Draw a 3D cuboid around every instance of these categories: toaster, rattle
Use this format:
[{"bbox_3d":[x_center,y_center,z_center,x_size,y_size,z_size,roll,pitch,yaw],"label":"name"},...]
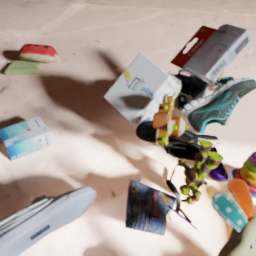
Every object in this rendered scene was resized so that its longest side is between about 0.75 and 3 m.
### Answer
[{"bbox_3d":[2.411,-1.525,12.032,1.627,1.068,1.799,26,45,30],"label":"toaster"},{"bbox_3d":[2.577,2.570,5.102,1.845,2.833,2.024,8,2,-21],"label":"rattle"}]

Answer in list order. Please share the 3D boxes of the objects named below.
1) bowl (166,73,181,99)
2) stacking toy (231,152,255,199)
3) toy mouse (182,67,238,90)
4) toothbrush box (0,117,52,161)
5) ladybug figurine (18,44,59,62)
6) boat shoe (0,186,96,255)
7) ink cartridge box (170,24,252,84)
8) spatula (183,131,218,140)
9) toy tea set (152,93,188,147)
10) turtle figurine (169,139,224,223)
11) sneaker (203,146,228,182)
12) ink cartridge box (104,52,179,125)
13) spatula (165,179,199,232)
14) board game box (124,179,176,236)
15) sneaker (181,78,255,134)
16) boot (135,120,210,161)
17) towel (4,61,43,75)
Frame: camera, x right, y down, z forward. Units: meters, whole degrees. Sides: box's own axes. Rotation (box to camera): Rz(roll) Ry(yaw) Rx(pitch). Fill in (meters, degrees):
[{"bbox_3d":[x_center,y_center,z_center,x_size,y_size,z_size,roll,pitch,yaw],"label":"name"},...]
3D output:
[{"bbox_3d":[1.139,-1.660,11.550,1.911,0.897,1.911,-30,36,26],"label":"bowl"},{"bbox_3d":[3.765,1.055,8.043,1.055,1.923,1.116,3,38,4],"label":"stacking toy"},{"bbox_3d":[3.931,-2.187,13.302,2.766,0.535,2.458,5,38,7],"label":"toy mouse"},{"bbox_3d":[-3.652,0.352,9.977,1.531,0.653,1.121,-21,43,-26],"label":"toothbrush box"},{"bbox_3d":[-4.805,-4.042,15.068,2.423,0.872,1.645,10,17,17],"label":"ladybug figurine"},{"bbox_3d":[-2.198,2.182,7.243,2.865,1.054,0.936,-24,48,-35],"label":"boat shoe"},{"bbox_3d":[3.199,-3.349,11.778,2.389,0.839,2.940,-48,46,3],"label":"ink cartridge box"},{"bbox_3d":[2.068,0.189,9.354,1.927,0.198,0.544,12,37,-4],"label":"spatula"},{"bbox_3d":[1.292,-0.155,8.081,0.843,1.354,2.277,5,22,14],"label":"toy tea set"},{"bbox_3d":[1.918,1.377,7.812,0.740,1.854,2.299,20,28,-10],"label":"turtle figurine"},{"bbox_3d":[2.707,1.021,9.017,0.544,0.778,1.564,-10,39,-13],"label":"sneaker"},{"bbox_3d":[0.513,-1.339,10.279,1.505,2.081,1.532,44,10,20],"label":"ink cartridge box"},{"bbox_3d":[1.249,1.855,7.174,0.722,0.262,2.553,40,10,-8],"label":"spatula"},{"bbox_3d":[0.664,2.150,7.575,1.396,0.431,1.396,13,33,-5],"label":"board game box"},{"bbox_3d":[3.487,-0.736,10.334,2.879,1.117,1.313,-30,64,20],"label":"sneaker"},{"bbox_3d":[1.338,0.406,9.057,2.468,0.854,2.148,9,12,8],"label":"boot"},{"bbox_3d":[-5.454,-3.143,14.703,1.769,0.323,1.312,-2,37,-1],"label":"towel"}]
